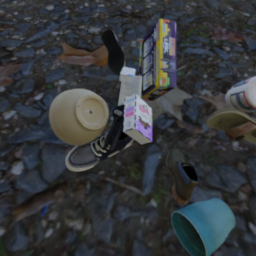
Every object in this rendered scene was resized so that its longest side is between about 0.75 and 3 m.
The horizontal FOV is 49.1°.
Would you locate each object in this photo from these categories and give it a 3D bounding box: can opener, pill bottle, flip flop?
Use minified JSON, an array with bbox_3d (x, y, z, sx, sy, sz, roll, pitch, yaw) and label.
[{"bbox_3d":[-0.354,-0.010,8.978,0.504,0.625,1.589,17,87,32],"label":"can opener"},{"bbox_3d":[3.862,-1.041,9.002,1.007,1.685,1.007,0,90,-5],"label":"pill bottle"},{"bbox_3d":[3.419,0.115,8.448,2.290,0.929,0.659,24,48,-10],"label":"flip flop"}]

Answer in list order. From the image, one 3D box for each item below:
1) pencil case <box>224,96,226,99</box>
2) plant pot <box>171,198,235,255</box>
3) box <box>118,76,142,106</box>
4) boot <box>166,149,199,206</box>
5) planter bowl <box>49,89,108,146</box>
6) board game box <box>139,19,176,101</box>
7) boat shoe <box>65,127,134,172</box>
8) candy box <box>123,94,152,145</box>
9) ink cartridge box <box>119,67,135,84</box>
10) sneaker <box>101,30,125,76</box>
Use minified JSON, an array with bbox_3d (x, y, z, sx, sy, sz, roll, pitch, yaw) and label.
[{"bbox_3d":[3.977,-1.238,10.680,0.829,0.354,0.348,-28,90,-45],"label":"pencil case"},{"bbox_3d":[1.953,2.413,7.048,1.209,1.287,1.287,-24,50,-22],"label":"plant pot"},{"bbox_3d":[0.076,-1.107,10.085,0.765,0.626,1.611,5,54,4],"label":"box"},{"bbox_3d":[1.328,0.948,6.648,0.595,0.772,1.592,10,43,-14],"label":"boot"},{"bbox_3d":[-1.394,-0.406,8.865,1.865,1.865,1.255,-40,17,-32],"label":"planter bowl"},{"bbox_3d":[1.167,-2.675,11.551,0.763,2.226,2.693,4,82,-19],"label":"board game box"},{"bbox_3d":[-0.902,0.568,9.603,2.647,1.227,0.988,-28,78,-22],"label":"boat shoe"},{"bbox_3d":[0.316,-0.258,8.681,0.438,1.026,1.224,-16,58,30],"label":"candy box"},{"bbox_3d":[-0.015,-1.746,9.235,0.440,0.257,0.759,12,30,1],"label":"ink cartridge box"},{"bbox_3d":[-0.405,-2.778,10.655,0.710,0.821,1.876,-19,73,16],"label":"sneaker"}]
